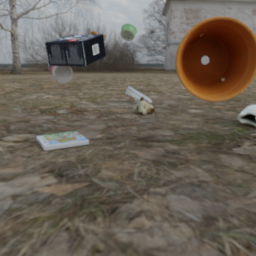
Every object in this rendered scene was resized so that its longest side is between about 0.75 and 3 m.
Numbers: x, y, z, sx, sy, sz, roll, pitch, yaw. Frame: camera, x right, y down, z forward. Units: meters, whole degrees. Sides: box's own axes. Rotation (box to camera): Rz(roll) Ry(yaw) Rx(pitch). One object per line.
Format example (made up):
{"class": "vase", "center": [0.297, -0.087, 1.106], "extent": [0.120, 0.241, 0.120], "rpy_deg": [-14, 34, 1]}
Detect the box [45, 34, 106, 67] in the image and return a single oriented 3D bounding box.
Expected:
{"class": "box", "center": [-1.797, -2.743, 9.831], "extent": [1.458, 0.833, 1.601], "rpy_deg": [4, 27, 20]}

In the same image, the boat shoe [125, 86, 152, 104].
{"class": "boat shoe", "center": [0.587, -1.858, 17.742], "extent": [1.813, 0.773, 0.670], "rpy_deg": [31, 13, 5]}

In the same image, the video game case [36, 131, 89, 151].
{"class": "video game case", "center": [-2.270, 0.417, 9.613], "extent": [1.486, 0.164, 1.353], "rpy_deg": [-7, 16, -27]}

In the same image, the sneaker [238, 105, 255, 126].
{"class": "sneaker", "center": [5.808, -0.324, 11.293], "extent": [1.117, 0.980, 2.787], "rpy_deg": [-22, 18, -38]}

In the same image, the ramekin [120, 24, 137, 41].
{"class": "ramekin", "center": [0.000, -4.500, 13.277], "extent": [0.772, 0.377, 0.772], "rpy_deg": [11, -29, 6]}

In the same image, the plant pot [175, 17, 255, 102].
{"class": "plant pot", "center": [2.406, -1.958, 8.113], "extent": [2.204, 2.204, 1.543], "rpy_deg": [1, 14, 3]}

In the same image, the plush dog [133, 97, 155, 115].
{"class": "plush dog", "center": [0.907, -1.076, 14.574], "extent": [0.921, 0.860, 1.072], "rpy_deg": [19, 3, -29]}

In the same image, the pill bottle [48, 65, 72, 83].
{"class": "pill bottle", "center": [-2.688, -2.289, 10.937], "extent": [0.754, 0.754, 1.336], "rpy_deg": [-7, 28, -25]}

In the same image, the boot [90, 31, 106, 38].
{"class": "boot", "center": [-1.572, -4.722, 14.370], "extent": [0.335, 0.681, 0.952], "rpy_deg": [-52, 16, -28]}
